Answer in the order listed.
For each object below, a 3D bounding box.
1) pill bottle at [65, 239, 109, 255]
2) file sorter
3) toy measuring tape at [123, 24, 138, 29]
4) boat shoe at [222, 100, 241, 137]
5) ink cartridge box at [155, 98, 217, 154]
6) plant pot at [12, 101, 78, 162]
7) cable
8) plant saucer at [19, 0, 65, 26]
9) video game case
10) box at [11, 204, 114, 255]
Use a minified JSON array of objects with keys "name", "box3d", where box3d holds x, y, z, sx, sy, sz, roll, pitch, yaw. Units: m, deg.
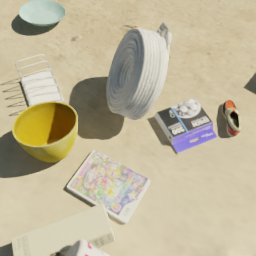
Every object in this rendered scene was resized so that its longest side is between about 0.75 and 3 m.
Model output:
[{"name":"pill bottle","box3d":[-0.406,3.340,5.678,2.131,1.208,1.208,35,62,-7]},{"name":"file sorter","box3d":[-2.944,-1.509,9.240,1.092,0.980,1.574,-21,60,-13]},{"name":"toy measuring tape","box3d":[0.146,-3.939,11.156,0.828,0.304,0.304,18,60,10]},{"name":"boat shoe","box3d":[3.300,-0.382,8.861,0.475,0.418,1.336,3,57,3]},{"name":"ink cartridge box","box3d":[1.828,-0.108,8.741,1.469,0.322,1.483,-21,62,-14]},{"name":"plant pot","box3d":[-2.185,0.258,7.891,1.717,1.219,1.717,-1,47,1]},{"name":"cable","box3d":[0.192,-1.588,8.314,0.910,2.629,2.630,13,69,-26]},{"name":"plant saucer","box3d":[-3.483,-4.619,11.467,1.826,0.352,1.826,4,51,-5]},{"name":"video game case","box3d":[-0.533,1.569,7.786,1.914,0.172,1.370,27,62,15]},{"name":"box","box3d":[-1.489,2.661,6.668,2.225,0.914,0.761,-19,56,-9]}]
